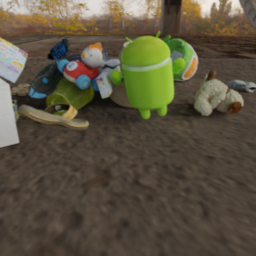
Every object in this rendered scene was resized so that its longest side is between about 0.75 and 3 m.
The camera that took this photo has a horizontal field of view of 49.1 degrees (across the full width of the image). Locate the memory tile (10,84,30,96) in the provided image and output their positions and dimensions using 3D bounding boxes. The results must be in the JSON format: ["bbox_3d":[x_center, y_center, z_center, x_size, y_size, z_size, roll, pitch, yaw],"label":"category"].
[{"bbox_3d":[-4.377,-1.767,12.953,2.087,0.175,1.599,4,23,8],"label":"memory tile"}]

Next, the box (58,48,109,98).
[{"bbox_3d":[-1.722,-2.299,11.835,1.236,1.754,2.370,-3,20,23],"label":"box"}]

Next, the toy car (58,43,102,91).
[{"bbox_3d":[-1.354,-2.160,9.154,1.319,1.430,1.265,40,25,30],"label":"toy car"}]

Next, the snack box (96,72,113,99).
[{"bbox_3d":[-0.717,-1.354,8.757,0.234,0.627,0.882,-13,20,14],"label":"snack box"}]

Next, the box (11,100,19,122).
[{"bbox_3d":[-4.651,-0.512,9.314,1.819,0.637,0.585,-5,23,-12],"label":"box"}]

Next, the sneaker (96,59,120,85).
[{"bbox_3d":[-0.822,-1.928,9.893,1.461,0.840,0.549,5,30,40],"label":"sneaker"}]

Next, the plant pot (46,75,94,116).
[{"bbox_3d":[-2.176,-1.131,10.078,1.477,1.477,1.422,7,36,16],"label":"plant pot"}]

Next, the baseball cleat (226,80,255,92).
[{"bbox_3d":[5.295,-1.944,13.011,1.323,0.461,0.704,3,23,10],"label":"baseball cleat"}]

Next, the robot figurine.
[{"bbox_3d":[0.627,-1.622,8.783,2.294,2.614,1.512,-11,32,1],"label":"robot figurine"}]

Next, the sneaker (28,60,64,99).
[{"bbox_3d":[-2.820,-1.557,9.510,0.772,0.690,1.884,-14,33,34],"label":"sneaker"}]

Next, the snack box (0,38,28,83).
[{"bbox_3d":[-3.878,-2.200,8.514,1.397,0.561,1.657,29,21,-28],"label":"snack box"}]

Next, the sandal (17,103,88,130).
[{"bbox_3d":[-1.609,-0.333,6.535,0.848,0.570,2.111,12,-2,29],"label":"sandal"}]

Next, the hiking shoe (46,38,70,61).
[{"bbox_3d":[-2.770,-3.045,11.164,0.647,0.556,1.493,-19,-5,-32],"label":"hiking shoe"}]

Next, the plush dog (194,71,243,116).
[{"bbox_3d":[3.355,-1.116,10.065,1.574,1.470,1.833,24,25,4],"label":"plush dog"}]

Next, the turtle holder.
[{"bbox_3d":[2.382,-3.477,14.915,1.969,2.106,2.772,19,-11,-39],"label":"turtle holder"}]

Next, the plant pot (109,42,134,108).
[{"bbox_3d":[0.260,-2.177,10.835,1.952,2.084,1.952,2,36,-2],"label":"plant pot"}]

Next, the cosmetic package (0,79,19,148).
[{"bbox_3d":[-3.935,-0.475,7.855,1.036,1.685,1.680,-18,28,-32],"label":"cosmetic package"}]
